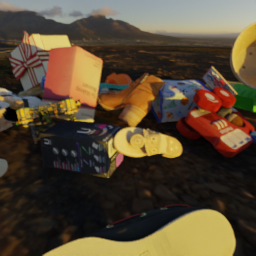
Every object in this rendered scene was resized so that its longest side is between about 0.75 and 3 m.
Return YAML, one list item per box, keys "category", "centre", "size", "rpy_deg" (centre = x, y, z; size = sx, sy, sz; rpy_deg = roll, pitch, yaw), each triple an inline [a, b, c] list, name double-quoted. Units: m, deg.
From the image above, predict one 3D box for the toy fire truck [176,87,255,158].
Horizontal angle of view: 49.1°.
- category: "toy fire truck"
  centre: [2.938, -0.093, 8.739]
  size: [2.517, 1.411, 2.114]
  rpy_deg: [-14, 50, -45]

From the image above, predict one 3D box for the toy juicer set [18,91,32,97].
- category: "toy juicer set"
  centre: [-5.490, -1.161, 12.443]
  size: [2.550, 0.694, 1.622]
  rpy_deg: [-11, 7, -13]

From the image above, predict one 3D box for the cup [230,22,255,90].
- category: "cup"
  centre: [5.019, -2.625, 10.762]
  size: [2.513, 2.513, 1.797]
  rpy_deg: [2, 4, 4]

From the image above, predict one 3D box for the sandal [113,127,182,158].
- category: "sandal"
  centre: [0.695, 0.319, 7.051]
  size: [2.133, 0.782, 0.702]
  rpy_deg: [11, -26, -34]

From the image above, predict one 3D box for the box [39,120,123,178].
- category: "box"
  centre: [-1.175, 0.493, 7.355]
  size: [1.878, 0.996, 1.148]
  rpy_deg: [6, 21, 18]

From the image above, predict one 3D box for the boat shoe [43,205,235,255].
- category: "boat shoe"
  centre: [-0.031, 1.863, 3.906]
  size: [2.969, 1.086, 0.930]
  rpy_deg: [-14, -8, -14]

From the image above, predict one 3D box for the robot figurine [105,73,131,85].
- category: "robot figurine"
  centre: [-0.527, -2.351, 14.958]
  size: [1.246, 1.010, 1.733]
  rpy_deg: [16, 26, 39]

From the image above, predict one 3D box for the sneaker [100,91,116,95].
- category: "sneaker"
  centre: [-1.132, -1.487, 13.315]
  size: [1.532, 0.591, 0.559]
  rpy_deg: [-3, 10, -17]

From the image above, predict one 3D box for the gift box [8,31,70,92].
- category: "gift box"
  centre: [-4.693, -3.603, 15.087]
  size: [2.615, 2.834, 2.647]
  rpy_deg: [-23, 1, 40]

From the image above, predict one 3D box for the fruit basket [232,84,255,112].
- category: "fruit basket"
  centre: [5.474, -1.389, 12.460]
  size: [1.605, 1.158, 1.605]
  rpy_deg: [-12, 31, 7]

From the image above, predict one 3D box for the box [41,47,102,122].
- category: "box"
  centre: [-2.006, -1.502, 10.075]
  size: [1.308, 2.400, 1.535]
  rpy_deg: [6, -3, 31]

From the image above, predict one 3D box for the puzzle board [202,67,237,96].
- category: "puzzle board"
  centre: [3.126, -1.453, 9.704]
  size: [0.107, 1.228, 0.925]
  rpy_deg: [-37, -8, -14]

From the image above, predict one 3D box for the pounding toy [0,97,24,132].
- category: "pounding toy"
  centre: [-4.594, -0.402, 9.030]
  size: [1.266, 1.270, 2.214]
  rpy_deg: [-8, 19, 35]

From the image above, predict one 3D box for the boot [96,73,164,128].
- category: "boot"
  centre: [0.041, -1.284, 10.642]
  size: [2.613, 2.021, 0.963]
  rpy_deg: [34, -3, 41]

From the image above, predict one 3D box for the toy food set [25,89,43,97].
- category: "toy food set"
  centre: [-4.681, -1.724, 14.355]
  size: [1.138, 0.331, 1.648]
  rpy_deg: [7, 24, 40]

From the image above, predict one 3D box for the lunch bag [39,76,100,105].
- category: "lunch bag"
  centre: [-2.507, -1.668, 12.053]
  size: [2.453, 0.927, 1.966]
  rpy_deg: [-10, 52, -15]

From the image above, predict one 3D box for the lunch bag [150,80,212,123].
- category: "lunch bag"
  centre: [1.931, -1.223, 11.275]
  size: [2.068, 1.506, 2.432]
  rpy_deg: [-2, 29, -9]

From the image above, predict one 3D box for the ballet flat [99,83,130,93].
- category: "ballet flat"
  centre: [-0.785, -1.782, 13.899]
  size: [2.178, 0.733, 0.767]
  rpy_deg: [2, 49, 5]

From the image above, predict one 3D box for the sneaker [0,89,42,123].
- category: "sneaker"
  centre: [-4.753, -0.831, 10.808]
  size: [2.977, 1.097, 1.191]
  rpy_deg: [7, 24, 20]

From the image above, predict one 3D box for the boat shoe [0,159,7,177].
- category: "boat shoe"
  centre: [-3.591, 1.104, 6.374]
  size: [0.486, 0.595, 1.612]
  rpy_deg: [17, 34, 37]

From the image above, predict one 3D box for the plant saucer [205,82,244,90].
- category: "plant saucer"
  centre: [5.316, -2.128, 15.161]
  size: [1.855, 0.449, 1.855]
  rpy_deg: [15, 25, 32]

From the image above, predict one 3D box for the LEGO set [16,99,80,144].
- category: "LEGO set"
  centre: [-2.284, -0.120, 8.444]
  size: [1.965, 1.139, 1.511]
  rpy_deg: [-13, 2, -16]
